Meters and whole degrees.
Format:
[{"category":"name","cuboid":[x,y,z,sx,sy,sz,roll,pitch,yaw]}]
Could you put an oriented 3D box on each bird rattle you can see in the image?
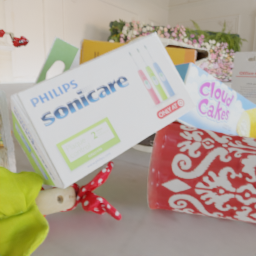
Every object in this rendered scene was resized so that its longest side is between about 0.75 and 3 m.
[{"category":"bird rattle","cuboid":[-1.128,0.873,3.513,1.596,1.103,1.958,-12,0,33]}]

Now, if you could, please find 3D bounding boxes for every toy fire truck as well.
[{"category":"toy fire truck","cuboid":[-3.378,-2.644,8.255,0.588,0.203,0.834,44,27,-4]}]

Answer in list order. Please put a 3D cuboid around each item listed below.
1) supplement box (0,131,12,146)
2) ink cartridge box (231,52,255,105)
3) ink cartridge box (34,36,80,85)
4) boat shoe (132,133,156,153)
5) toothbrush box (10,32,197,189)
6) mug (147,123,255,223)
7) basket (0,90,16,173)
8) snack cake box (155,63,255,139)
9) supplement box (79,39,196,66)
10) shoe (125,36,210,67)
[{"category":"supplement box","cuboid":[-3.653,0.116,7.690,0.490,0.506,1.472,14,4,-41]},{"category":"ink cartridge box","cuboid":[4.483,-1.352,9.895,1.484,2.578,0.874,9,16,34]},{"category":"ink cartridge box","cuboid":[-1.199,-1.124,7.997,2.697,1.962,0.647,23,14,-23]},{"category":"boat shoe","cuboid":[-0.065,0.083,7.432,2.328,0.693,0.836,11,15,35]},{"category":"toothbrush box","cuboid":[-0.532,-0.064,3.751,1.686,0.997,2.316,-30,0,-24]},{"category":"mug","cuboid":[1.412,0.524,4.009,1.941,1.295,1.723,8,38,17]},{"category":"basket","cuboid":[-3.104,0.217,4.808,1.716,1.700,1.380,4,17,16]},{"category":"snack cake box","cuboid":[1.419,-0.203,5.627,2.878,0.967,1.655,20,-7,-36]},{"category":"supplement box","cuboid":[0.177,-1.352,6.121,2.444,0.813,0.841,4,5,-9]},{"category":"shoe","cuboid":[1.151,-2.130,8.023,2.826,0.988,0.754,-5,6,-31]}]
